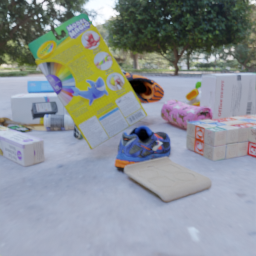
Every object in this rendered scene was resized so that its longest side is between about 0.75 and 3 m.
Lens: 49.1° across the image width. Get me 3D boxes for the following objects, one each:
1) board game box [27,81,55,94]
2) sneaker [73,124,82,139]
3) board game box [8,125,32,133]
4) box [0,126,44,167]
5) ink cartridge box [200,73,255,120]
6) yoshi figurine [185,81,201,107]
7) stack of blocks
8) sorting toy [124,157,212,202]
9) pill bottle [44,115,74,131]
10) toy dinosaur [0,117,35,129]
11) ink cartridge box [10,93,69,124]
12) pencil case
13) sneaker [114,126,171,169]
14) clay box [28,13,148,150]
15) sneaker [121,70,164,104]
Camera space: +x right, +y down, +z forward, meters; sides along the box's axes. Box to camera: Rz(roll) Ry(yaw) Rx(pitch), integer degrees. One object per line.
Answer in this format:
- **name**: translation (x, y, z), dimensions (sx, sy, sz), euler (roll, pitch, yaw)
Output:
- **board game box**: translation (-3.532, -1.505, 13.255), dimensions (1.921, 0.506, 2.510), euler (-2, -14, -7)
- **sneaker**: translation (-1.502, -0.011, 9.336), dimensions (0.582, 0.566, 1.462), euler (7, 12, -7)
- **board game box**: translation (-3.872, 0.042, 10.003), dimensions (0.486, 0.109, 0.927), euler (-15, 20, -42)
- **box**: translation (-3.261, 0.376, 7.520), dimensions (2.852, 0.591, 0.552), euler (13, 18, 40)
- **ink cartridge box**: translation (4.445, -1.362, 11.998), dimensions (2.614, 1.909, 1.102), euler (-4, 14, -20)
- **yoshi figurine**: translation (3.975, -1.628, 14.726), dimensions (1.436, 1.442, 2.565), euler (22, 18, 20)
- **stack of blocks**: translation (3.126, 0.237, 7.649), dimensions (2.662, 0.780, 1.533), euler (-6, 14, -24)
- **sorting toy**: translation (0.765, 1.014, 5.638), dimensions (1.257, 0.248, 1.358), euler (-8, 20, -31)
- **pill bottle**: translation (-2.438, -0.194, 9.977), dimensions (1.003, 0.570, 0.570), euler (-1, 13, -5)
- **toy dinosaur**: translation (-4.425, -0.218, 10.174), dimensions (1.798, 0.543, 0.955), euler (7, 14, 26)
- **ink cartridge box**: translation (-3.160, -0.837, 11.421), dimensions (2.637, 1.129, 1.946), euler (-4, 11, -7)
- **pencil case**: translation (2.125, -0.495, 10.434), dimensions (1.000, 0.957, 2.310), euler (15, 5, -26)
- **sneaker**: translation (0.491, 0.360, 6.888), dimensions (0.841, 0.876, 2.233), euler (10, 15, 27)
- **clay box**: translation (-0.960, -1.113, 6.872), dimensions (1.646, 2.864, 0.682), euler (-31, 7, -2)
- **sneaker**: translation (0.638, -1.357, 10.655), dimensions (2.822, 1.095, 1.581), euler (9, 15, -40)
